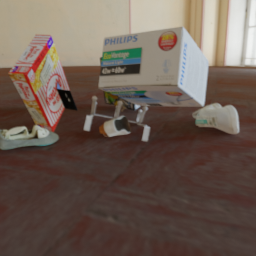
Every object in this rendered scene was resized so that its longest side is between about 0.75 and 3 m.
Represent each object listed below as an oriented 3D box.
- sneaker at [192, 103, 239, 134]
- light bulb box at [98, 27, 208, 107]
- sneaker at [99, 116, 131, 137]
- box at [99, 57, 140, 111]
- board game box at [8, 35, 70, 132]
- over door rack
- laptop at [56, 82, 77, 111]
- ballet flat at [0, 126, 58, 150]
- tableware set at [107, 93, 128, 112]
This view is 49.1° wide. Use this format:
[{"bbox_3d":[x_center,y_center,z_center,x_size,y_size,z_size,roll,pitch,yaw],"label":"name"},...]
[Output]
[{"bbox_3d":[3.272,-0.298,10.810,1.273,1.082,2.876,-10,9,0],"label":"sneaker"},{"bbox_3d":[0.933,-1.809,9.304,2.741,1.725,2.765,3,-6,30],"label":"light bulb box"},{"bbox_3d":[-0.483,-0.037,9.996,0.770,0.662,1.819,-17,-7,19],"label":"sneaker"},{"bbox_3d":[-0.382,-2.211,13.738,1.963,2.450,0.542,17,35,33],"label":"box"},{"bbox_3d":[-2.979,-1.517,9.973,0.642,2.771,2.099,6,52,11],"label":"board game box"},{"bbox_3d":[-0.362,-0.468,10.316,2.152,0.970,2.913,10,13,-5],"label":"over door rack"},{"bbox_3d":[-1.898,-0.992,8.727,0.830,0.736,0.429,10,45,29],"label":"laptop"},{"bbox_3d":[-3.114,0.245,8.905,2.033,0.648,0.685,-8,39,-39],"label":"ballet flat"},{"bbox_3d":[-0.394,-1.512,13.379,1.134,1.683,0.258,37,59,-1],"label":"tableware set"}]
